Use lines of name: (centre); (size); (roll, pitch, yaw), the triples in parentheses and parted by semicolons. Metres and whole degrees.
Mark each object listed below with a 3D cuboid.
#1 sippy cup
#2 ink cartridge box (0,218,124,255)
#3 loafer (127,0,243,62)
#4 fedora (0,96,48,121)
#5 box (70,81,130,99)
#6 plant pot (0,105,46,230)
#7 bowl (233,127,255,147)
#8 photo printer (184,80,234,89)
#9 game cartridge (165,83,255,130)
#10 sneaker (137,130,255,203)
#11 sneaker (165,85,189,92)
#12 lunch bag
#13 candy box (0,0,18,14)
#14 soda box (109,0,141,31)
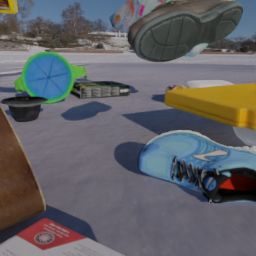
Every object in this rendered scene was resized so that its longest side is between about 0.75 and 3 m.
sippy cup: (-3.219, -2.052, 11.807); (2.625, 2.061, 1.924); (22, 2, -8)
ink cartridge box: (-0.739, 1.328, 1.791); (1.069, 0.603, 1.456); (10, 19, 33)
loafer: (0.776, -1.512, 4.092); (2.082, 0.748, 0.655); (-23, 55, -29)
fedora: (-3.087, -0.567, 8.437); (1.457, 0.665, 1.457); (0, 13, 0)
box: (-1.439, -1.871, 13.377); (2.367, 0.562, 2.286); (-7, 19, -24)
plant pot: (-2.158, 0.584, 2.901); (1.908, 1.784, 1.784); (-27, 27, -28)
bowl: (3.543, -0.050, 6.383); (2.143, 0.800, 2.140); (9, 18, 31)
photo printer: (3.593, -1.785, 12.784); (1.940, 0.674, 1.614); (-4, 17, -11)
game cartridge: (2.642, -0.545, 5.994); (2.863, 0.464, 2.524); (-9, 18, -23)
sneaker: (1.130, 0.590, 4.086); (2.141, 0.839, 0.963); (5, 20, 20)
sneaker: (1.877, -1.402, 11.528); (0.877, 0.729, 1.946); (4, 8, 27)
lunch bag: (1.764, -3.489, 8.299); (2.918, 2.340, 1.125); (8, 41, -50)
candy box: (-3.650, -3.309, 6.656); (1.928, 0.986, 0.255); (7, 34, 7)
soda box: (0.068, -4.626, 11.320); (0.683, 0.635, 1.996); (-24, 6, -33)
